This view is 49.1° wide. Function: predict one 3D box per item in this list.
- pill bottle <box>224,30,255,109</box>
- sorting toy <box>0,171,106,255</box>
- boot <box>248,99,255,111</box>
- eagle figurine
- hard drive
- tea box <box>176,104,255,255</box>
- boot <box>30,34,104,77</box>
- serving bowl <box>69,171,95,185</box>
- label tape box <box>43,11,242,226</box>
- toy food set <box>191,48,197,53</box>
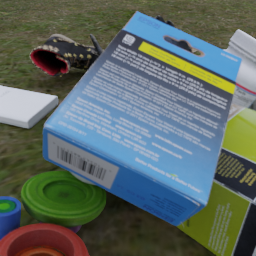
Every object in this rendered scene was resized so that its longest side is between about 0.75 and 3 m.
[{"bbox_3d":[2.165,-0.850,6.447,1.372,2.523,1.372,24,28,-14],"label":"pill bottle"},{"bbox_3d":[-1.313,1.773,4.279,1.696,1.159,2.822,11,18,-3],"label":"sorting toy"},{"bbox_3d":[3.224,-0.483,7.599,2.930,0.992,1.914,-15,42,-18],"label":"boot"},{"bbox_3d":[0.245,-0.697,5.898,2.033,2.679,2.022,-1,-2,-5],"label":"eagle figurine"},{"bbox_3d":[-3.512,-0.693,8.407,2.335,0.312,1.540,11,36,16],"label":"hard drive"},{"bbox_3d":[2.161,0.967,4.872,2.295,1.559,2.333,29,44,36],"label":"tea box"},{"bbox_3d":[-1.844,-2.322,9.653,2.670,0.977,2.010,25,30,-3],"label":"boot"},{"bbox_3d":[-0.477,-0.060,5.119,2.101,0.691,2.101,-10,60,18],"label":"serving bowl"},{"bbox_3d":[0.375,-0.331,4.077,1.970,0.865,2.732,26,53,4],"label":"label tape box"},{"bbox_3d":[2.580,-3.848,12.842,1.146,0.482,1.597,29,44,35],"label":"toy food set"}]
